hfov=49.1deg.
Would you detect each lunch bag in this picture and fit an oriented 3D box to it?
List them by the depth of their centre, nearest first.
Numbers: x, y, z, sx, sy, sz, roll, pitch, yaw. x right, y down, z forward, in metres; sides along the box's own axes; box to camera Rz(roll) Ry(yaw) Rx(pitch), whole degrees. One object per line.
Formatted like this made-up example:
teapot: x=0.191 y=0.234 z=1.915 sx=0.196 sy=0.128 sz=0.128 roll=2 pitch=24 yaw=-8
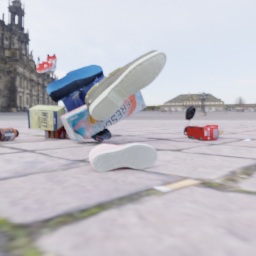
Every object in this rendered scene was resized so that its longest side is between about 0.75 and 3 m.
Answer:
lunch bag: x=-1.636 y=-1.233 z=11.266 sx=1.693 sy=2.492 sz=1.649 roll=-15 pitch=37 yaw=13

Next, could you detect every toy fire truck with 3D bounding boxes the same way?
toy fire truck: x=3.162 y=0.168 z=11.002 sx=1.525 sy=0.527 sz=2.163 roll=0 pitch=3 yaw=-11

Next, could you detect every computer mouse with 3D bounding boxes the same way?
computer mouse: x=2.495 y=-0.296 z=11.716 sx=0.445 sy=1.518 sz=0.258 roll=-23 pitch=45 yaw=-33

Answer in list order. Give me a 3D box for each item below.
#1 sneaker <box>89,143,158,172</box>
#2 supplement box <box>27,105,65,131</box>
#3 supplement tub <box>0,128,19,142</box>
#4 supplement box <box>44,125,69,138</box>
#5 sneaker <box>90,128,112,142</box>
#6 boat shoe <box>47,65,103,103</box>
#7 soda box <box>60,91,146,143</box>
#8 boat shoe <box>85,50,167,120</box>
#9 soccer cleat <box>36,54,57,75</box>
sneaker: x=-0.121 y=0.472 z=4.921 sx=1.192 sy=0.449 sz=0.623 roll=-5 pitch=9 yaw=-19
supplement box: x=-3.093 y=-0.404 z=10.678 sx=1.095 sy=0.735 sz=1.094 roll=3 pitch=14 yaw=3
supplement tub: x=-4.360 y=0.232 z=10.057 sx=0.489 sy=0.489 sz=0.914 roll=1 pitch=3 yaw=19
supplement box: x=-2.844 y=0.114 z=11.351 sx=1.041 sy=0.566 sz=0.317 roll=-1 pitch=12 yaw=1
sneaker: x=-0.900 y=0.269 z=9.565 sx=1.114 sy=0.437 sz=0.420 roll=5 pitch=50 yaw=50
boat shoe: x=-1.503 y=-1.295 z=8.132 sx=1.706 sy=0.586 sz=0.718 roll=-24 pitch=45 yaw=-10
soda box: x=-0.789 y=-0.545 z=9.508 sx=2.777 sy=0.883 sz=0.950 roll=-29 pitch=17 yaw=-23
boat shoe: x=-0.120 y=-1.343 z=7.931 sx=0.798 sy=2.670 sz=0.954 roll=53 pitch=4 yaw=40
soccer cleat: x=-2.276 y=-1.723 z=8.007 sx=0.421 sy=0.522 sz=1.226 roll=-3 pitch=32 yaw=3
